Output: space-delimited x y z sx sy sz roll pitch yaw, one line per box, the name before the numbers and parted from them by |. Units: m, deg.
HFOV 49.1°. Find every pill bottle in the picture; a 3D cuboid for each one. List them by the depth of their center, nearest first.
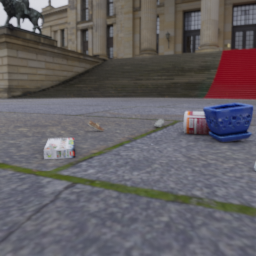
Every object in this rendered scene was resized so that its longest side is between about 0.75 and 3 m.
pill bottle | 3.590 -0.221 13.032 1.910 1.046 1.046 3 9 16

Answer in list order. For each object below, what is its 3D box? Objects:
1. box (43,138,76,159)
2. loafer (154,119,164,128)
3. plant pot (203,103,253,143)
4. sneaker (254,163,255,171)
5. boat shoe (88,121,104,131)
box | -2.300 0.678 9.583 0.986 0.311 1.793 -2 9 -10
loafer | 1.705 -0.268 15.356 0.390 0.389 1.116 17 15 15
plant pot | 4.123 -0.223 11.568 1.536 1.381 1.536 -9 9 -3
sneaker | 3.689 1.022 7.126 0.388 0.376 1.063 -5 11 -31
boat shoe | -1.555 -0.089 13.764 0.838 0.301 0.317 25 3 -14
